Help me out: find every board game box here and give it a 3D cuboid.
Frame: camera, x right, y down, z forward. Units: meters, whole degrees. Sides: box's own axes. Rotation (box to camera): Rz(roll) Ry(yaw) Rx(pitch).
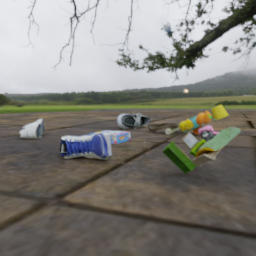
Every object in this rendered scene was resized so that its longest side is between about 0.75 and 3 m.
[{"bbox_3d":[-0.658,0.347,10.821,1.153,0.322,1.129,3,6,25],"label":"board game box"}]

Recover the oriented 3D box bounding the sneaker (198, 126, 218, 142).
[{"bbox_3d":[2.803,0.444,9.298,0.560,0.676,1.418,-31,-34,29],"label":"sneaker"}]

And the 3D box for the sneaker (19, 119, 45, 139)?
[{"bbox_3d":[-4.090,0.038,12.041,0.882,0.754,2.025,-6,6,-7],"label":"sneaker"}]

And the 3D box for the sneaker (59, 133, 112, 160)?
[{"bbox_3d":[-1.234,0.552,7.529,1.062,0.743,1.839,-8,2,-30],"label":"sneaker"}]

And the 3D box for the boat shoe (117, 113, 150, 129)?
[{"bbox_3d":[0.375,-0.366,15.198,0.787,0.851,2.305,-12,-12,38],"label":"boat shoe"}]

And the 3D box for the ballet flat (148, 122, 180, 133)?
[{"bbox_3d":[1.740,-0.019,13.042,1.796,0.416,0.605,-5,-1,31],"label":"ballet flat"}]

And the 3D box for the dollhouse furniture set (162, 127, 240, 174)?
[{"bbox_3d":[1.411,0.277,5.610,0.904,0.693,1.380,-41,-6,-21],"label":"dollhouse furniture set"}]

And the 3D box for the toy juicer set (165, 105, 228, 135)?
[{"bbox_3d":[2.801,0.008,12.433,1.894,0.810,2.977,-19,-6,-41],"label":"toy juicer set"}]
